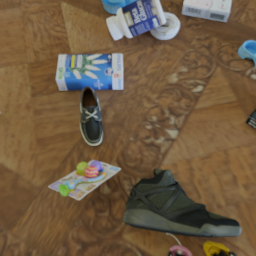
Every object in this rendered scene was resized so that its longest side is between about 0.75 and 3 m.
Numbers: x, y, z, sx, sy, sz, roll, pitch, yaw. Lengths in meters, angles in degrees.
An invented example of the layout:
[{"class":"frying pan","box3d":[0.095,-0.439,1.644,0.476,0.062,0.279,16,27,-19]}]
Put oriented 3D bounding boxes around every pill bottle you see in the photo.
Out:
[{"class":"pill bottle","box3d":[0.254,-3.785,9.731,1.895,1.053,1.053,-20,60,13]}]

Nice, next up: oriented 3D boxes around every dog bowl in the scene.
[{"class":"dog bowl","box3d":[-0.093,-4.990,10.937,1.934,0.479,1.078,-11,61,-5]},{"class":"dog bowl","box3d":[4.446,-2.504,9.629,0.751,0.334,1.347,-35,66,-17]}]

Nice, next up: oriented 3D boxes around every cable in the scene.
[{"class":"cable","box3d":[1.328,-3.748,10.295,1.125,0.390,1.125,-28,63,-15]}]

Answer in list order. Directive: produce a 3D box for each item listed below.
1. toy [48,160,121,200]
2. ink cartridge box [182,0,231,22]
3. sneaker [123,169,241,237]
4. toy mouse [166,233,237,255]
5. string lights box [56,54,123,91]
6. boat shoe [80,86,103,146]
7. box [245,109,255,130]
[{"class":"toy","box3d":[-0.987,1.061,6.626,0.927,0.380,1.610,13,26,29]},{"class":"ink cartridge box","box3d":[3.159,-5.185,11.039,1.750,0.614,2.153,13,66,7]},{"class":"sneaker","box3d":[1.345,1.803,6.804,2.736,1.046,1.567,8,67,11]},{"class":"toy mouse","box3d":[1.502,3.387,6.057,2.392,0.463,2.126,30,49,29]},{"class":"string lights box","box3d":[-1.203,-1.802,9.066,2.067,0.610,1.062,-2,61,-1]},{"class":"boat shoe","box3d":[-1.130,-0.368,8.278,0.666,0.627,1.855,-6,63,-5]},{"class":"box","box3d":[4.496,-0.163,8.299,1.542,0.355,1.226,41,68,20]}]
